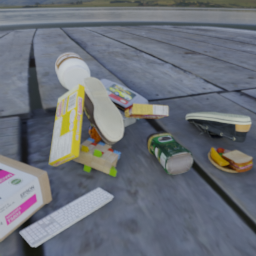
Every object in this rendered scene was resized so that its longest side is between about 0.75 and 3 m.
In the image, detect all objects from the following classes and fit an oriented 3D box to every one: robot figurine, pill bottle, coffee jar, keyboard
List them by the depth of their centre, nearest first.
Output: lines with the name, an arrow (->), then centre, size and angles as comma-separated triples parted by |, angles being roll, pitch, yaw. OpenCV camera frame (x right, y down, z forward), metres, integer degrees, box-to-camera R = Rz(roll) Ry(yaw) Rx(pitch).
keyboard -> -1.306, 1.925, 6.293 | 2.121, 0.113, 0.597 | -23, 34, -39
coffee jar -> 1.125, 0.664, 8.036 | 0.830, 0.679, 1.591 | -10, 24, -14
robot figurine -> -0.886, -0.073, 9.696 | 1.103, 0.443, 1.521 | -20, 30, 5
pill bottle -> -2.762, -2.758, 14.100 | 1.578, 1.578, 2.760 | -8, 27, -16

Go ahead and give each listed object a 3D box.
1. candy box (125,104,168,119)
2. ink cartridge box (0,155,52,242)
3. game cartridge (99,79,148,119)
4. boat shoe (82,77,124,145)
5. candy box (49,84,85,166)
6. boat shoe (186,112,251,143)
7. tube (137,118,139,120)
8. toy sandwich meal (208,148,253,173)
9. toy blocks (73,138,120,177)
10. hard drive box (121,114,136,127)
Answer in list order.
candy box -> 0.611, -0.543, 9.390 | 1.283, 0.362, 0.749 | 4, -9, -22
ink cartridge box -> -3.195, 1.601, 6.082 | 1.929, 0.879, 2.341 | 12, 28, 25
game cartridge -> -0.377, -1.175, 10.822 | 2.246, 0.459, 1.495 | 27, 28, 9
boat shoe -> -0.919, -0.479, 8.991 | 0.938, 0.777, 2.611 | -5, 53, -34
candy box -> -1.705, -0.091, 7.878 | 0.288, 2.183, 1.116 | 23, -35, -37
boat shoe -> 2.910, -0.076, 9.515 | 1.039, 0.867, 2.786 | -6, 11, -25
tube -> 0.140, -0.565, 11.154 | 0.210, 0.322, 0.832 | -36, 36, -22
toy sandwich meal -> 2.899, 0.845, 8.011 | 1.234, 0.423, 1.234 | 6, 29, -3
toy blocks -> -0.837, 0.766, 8.087 | 1.484, 0.742, 1.015 | 19, 22, 12
hard drive box -> -0.242, -0.374, 10.670 | 0.855, 0.328, 0.666 | 20, 31, 35
